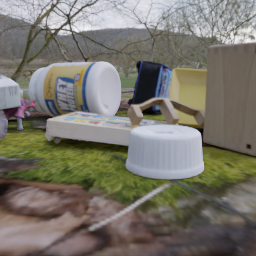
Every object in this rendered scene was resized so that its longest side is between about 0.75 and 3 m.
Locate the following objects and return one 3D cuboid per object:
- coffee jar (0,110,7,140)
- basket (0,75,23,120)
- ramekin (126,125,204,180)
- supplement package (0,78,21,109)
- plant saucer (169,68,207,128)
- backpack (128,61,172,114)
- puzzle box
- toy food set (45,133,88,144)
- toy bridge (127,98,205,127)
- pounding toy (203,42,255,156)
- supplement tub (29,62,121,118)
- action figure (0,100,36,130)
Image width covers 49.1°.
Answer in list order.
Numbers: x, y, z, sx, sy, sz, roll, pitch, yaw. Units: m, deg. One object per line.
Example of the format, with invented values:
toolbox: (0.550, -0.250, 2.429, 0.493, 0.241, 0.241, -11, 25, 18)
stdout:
coffee jar: (-4.041, -0.072, 6.844, 1.926, 0.822, 1.004, 4, 14, 19)
basket: (-5.316, -1.182, 10.388, 2.564, 1.783, 2.261, 16, 17, 26)
ramekin: (0.636, 0.357, 4.886, 1.354, 0.660, 1.354, 0, 9, 0)
supplement package: (-3.694, -0.969, 8.013, 0.904, 0.665, 0.864, -15, 29, -36)
plant saucer: (2.433, -0.807, 8.708, 2.332, 0.565, 2.332, 7, 54, 8)
backpack: (1.278, -1.716, 12.802, 1.665, 2.260, 2.475, 13, 3, 21)
puzzle box: (-0.239, 0.018, 6.812, 2.902, 0.369, 1.930, 7, 10, 8)
toy food set: (-1.525, 0.225, 6.929, 0.928, 0.280, 0.666, 4, 9, -26)
toy bridge: (0.973, -0.389, 6.720, 2.190, 0.298, 0.736, 1, 49, -29)
pounding toy: (3.436, -0.922, 6.269, 2.810, 2.587, 1.998, -9, 15, -34)
supplement tub: (-1.997, -1.395, 10.669, 2.973, 2.150, 2.150, 4, 10, 25)
action figure: (-3.580, -0.558, 8.547, 1.596, 1.188, 1.069, -27, 29, -10)
